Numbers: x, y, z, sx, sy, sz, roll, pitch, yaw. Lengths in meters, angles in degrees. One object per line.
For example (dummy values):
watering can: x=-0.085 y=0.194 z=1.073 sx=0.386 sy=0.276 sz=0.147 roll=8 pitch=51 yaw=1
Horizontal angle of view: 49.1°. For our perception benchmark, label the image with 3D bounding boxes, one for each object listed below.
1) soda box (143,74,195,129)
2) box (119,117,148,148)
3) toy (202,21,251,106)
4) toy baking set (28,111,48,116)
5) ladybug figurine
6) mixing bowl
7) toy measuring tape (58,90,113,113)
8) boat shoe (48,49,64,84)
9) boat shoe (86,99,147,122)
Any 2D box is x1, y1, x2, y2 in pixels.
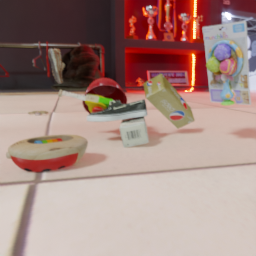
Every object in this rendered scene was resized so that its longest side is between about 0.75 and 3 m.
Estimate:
soda box: x=1.473 y=-0.876 z=9.871 sx=0.759 sy=0.718 sz=2.242 roll=-27 pitch=-42 yaw=25
box: x=0.214 y=0.028 z=9.423 sx=0.838 sy=0.697 sz=2.040 roll=-12 pitch=10 yaw=3
toy: x=2.744 y=-1.732 z=8.106 sx=0.555 sy=2.351 sz=1.353 roll=-32 pitch=28 yaw=-33
toy baking set: x=-5.079 y=-0.822 z=15.914 sx=1.321 sy=0.154 sz=1.014 roll=5 pitch=15 yaw=27
ladybug figurine: x=-1.883 y=0.600 z=6.681 sx=1.907 sy=0.686 sz=1.294 roll=-6 pitch=12 yaw=-28
mixing bowl: x=-0.848 y=-1.194 z=10.050 sx=1.569 sy=1.569 sz=0.850 roll=-1 pitch=49 yaw=-7
toy measuring tape: x=-1.377 y=-0.801 z=9.607 sx=2.021 sy=0.743 sz=0.743 roll=10 pitch=10 yaw=-5
boat shoe: x=-1.913 y=-1.703 z=7.715 sx=0.346 sy=0.965 sz=0.365 roll=-20 pitch=27 yaw=-28
boat shoe: x=-0.376 y=-0.571 z=9.081 sx=2.002 sy=0.637 sz=0.708 roll=-8 pitch=5 yaw=-13
